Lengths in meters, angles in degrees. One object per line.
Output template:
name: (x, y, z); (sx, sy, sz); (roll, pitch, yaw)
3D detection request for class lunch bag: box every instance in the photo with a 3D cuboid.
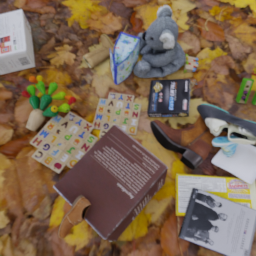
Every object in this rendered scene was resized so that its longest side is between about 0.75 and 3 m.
lunch bag: (-0.259, -3.044, 12.578); (1.153, 1.538, 1.809); (17, 67, 7)

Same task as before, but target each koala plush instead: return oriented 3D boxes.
koala plush: (1.504, -3.788, 12.308); (2.423, 2.636, 2.338); (2, 60, 0)

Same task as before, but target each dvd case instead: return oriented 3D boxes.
dvd case: (3.140, 3.332, 9.681); (2.381, 0.294, 1.789); (20, 75, 4)

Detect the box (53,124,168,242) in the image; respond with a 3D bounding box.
box: (-0.445, 1.913, 9.483); (2.331, 2.355, 2.838); (39, 75, 18)

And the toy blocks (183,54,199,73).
toy blocks: (2.991, -2.972, 13.214); (0.662, 0.484, 0.968); (11, 66, -7)

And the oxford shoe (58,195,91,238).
oxford shoe: (-1.512, 2.576, 7.855); (0.467, 0.467, 1.310); (30, 88, 25)

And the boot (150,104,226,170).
boot: (2.603, -0.103, 11.434); (2.600, 0.946, 2.762); (39, 69, 18)

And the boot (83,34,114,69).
boot: (-1.480, -3.746, 13.530); (1.582, 0.523, 1.386); (-31, 67, -14)

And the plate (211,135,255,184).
plate: (4.433, 1.205, 10.933); (1.711, 0.276, 1.707); (31, 67, 35)

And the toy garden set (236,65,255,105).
toy garden set: (6.080, -1.730, 11.602); (2.527, 2.107, 0.504); (8, 38, 4)

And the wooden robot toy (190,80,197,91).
wooden robot toy: (2.821, -2.003, 12.694); (0.405, 0.417, 0.919); (39, 69, 17)

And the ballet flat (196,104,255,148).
ballet flat: (3.828, -0.040, 10.673); (2.949, 1.077, 1.077); (25, 65, 25)

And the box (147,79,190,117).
box: (1.778, -1.294, 12.113); (1.748, 0.437, 1.761); (0, 62, 18)

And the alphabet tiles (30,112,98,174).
alphabet tiles: (-2.523, 0.519, 11.152); (2.081, 0.079, 2.500); (31, 59, 5)

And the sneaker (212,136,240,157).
sneaker: (3.749, 0.787, 10.861); (1.292, 0.843, 0.514); (-5, 29, -22)

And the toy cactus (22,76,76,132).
toy cactus: (-3.548, -0.916, 11.591); (2.678, 1.369, 2.209); (26, 87, 20)

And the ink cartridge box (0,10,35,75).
ink cartridge box: (-5.891, -4.006, 13.275); (2.419, 1.155, 2.756); (-14, 63, -2)

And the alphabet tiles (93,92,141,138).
alphabet tiles: (-0.473, -0.508, 12.096); (1.895, 0.072, 2.277); (9, 65, 4)

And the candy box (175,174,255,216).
candy box: (3.253, 2.573, 10.376); (2.976, 0.393, 1.521); (4, 61, 2)
